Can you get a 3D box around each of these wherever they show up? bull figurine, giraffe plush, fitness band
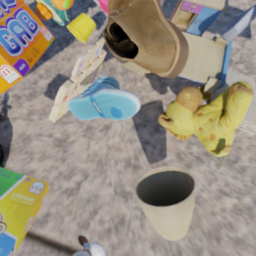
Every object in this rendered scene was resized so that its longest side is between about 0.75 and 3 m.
[{"bbox_3d":[-0.687,1.692,2.558,0.495,0.923,1.521,30,19,12],"label":"bull figurine"},{"bbox_3d":[1.478,-0.225,5.749,1.512,1.609,1.865,23,81,17],"label":"giraffe plush"},{"bbox_3d":[-0.131,-3.910,7.506,1.750,0.456,2.437,-43,78,-2],"label":"fitness band"}]

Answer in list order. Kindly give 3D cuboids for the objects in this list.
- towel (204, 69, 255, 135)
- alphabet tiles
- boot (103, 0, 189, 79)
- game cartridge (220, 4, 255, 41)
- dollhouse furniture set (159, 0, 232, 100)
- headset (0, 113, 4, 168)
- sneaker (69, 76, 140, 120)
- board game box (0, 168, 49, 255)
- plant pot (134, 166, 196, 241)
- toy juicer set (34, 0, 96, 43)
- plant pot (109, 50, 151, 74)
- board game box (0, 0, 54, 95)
[{"bbox_3d":[2.595,-0.774,6.996,1.350,0.351,2.037,21,49,-5],"label":"towel"},{"bbox_3d":[-1.044,-0.961,6.091,0.146,1.950,1.994,32,42,-2],"label":"alphabet tiles"},{"bbox_3d":[-0.001,-2.058,5.365,1.115,1.088,2.955,3,40,-29],"label":"boot"},{"bbox_3d":[2.101,-1.968,5.352,0.661,0.992,0.203,-42,95,11],"label":"game cartridge"},{"bbox_3d":[1.090,-1.934,6.759,2.229,1.540,2.361,13,78,-6],"label":"dollhouse furniture set"},{"bbox_3d":[-3.993,0.605,7.548,1.503,1.144,2.434,5,73,7],"label":"headset"},{"bbox_3d":[-0.260,-0.571,4.625,1.385,0.551,0.904,2,39,36],"label":"sneaker"},{"bbox_3d":[-1.872,1.165,3.543,1.186,0.312,1.550,17,35,0],"label":"board game box"},{"bbox_3d":[0.740,1.458,5.054,1.052,1.123,1.052,-11,27,6],"label":"plant pot"},{"bbox_3d":[-2.071,-3.089,6.614,2.702,1.719,0.735,40,89,27],"label":"toy juicer set"},{"bbox_3d":[0.469,-2.479,8.919,1.883,1.264,1.883,-14,50,17],"label":"plant pot"},{"bbox_3d":[-3.106,-1.756,5.755,1.919,1.919,1.920,-26,32,26],"label":"board game box"}]
